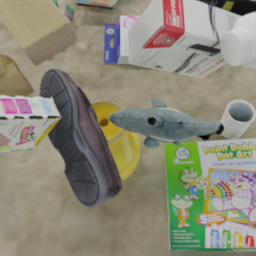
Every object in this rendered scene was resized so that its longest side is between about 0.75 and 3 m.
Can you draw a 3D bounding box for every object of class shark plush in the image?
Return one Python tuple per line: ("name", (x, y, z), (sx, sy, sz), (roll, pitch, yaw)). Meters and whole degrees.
("shark plush", (0.573, 0.036, 4.652), (2.119, 0.882, 0.963), (27, 100, 51))

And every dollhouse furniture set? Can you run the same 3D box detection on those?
("dollhouse furniture set", (-2.620, -1.368, 6.109), (2.773, 2.260, 2.637), (-35, 61, -8))

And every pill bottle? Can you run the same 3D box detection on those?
("pill bottle", (2.519, -1.628, 4.948), (1.703, 0.943, 0.943), (-21, 61, -13))

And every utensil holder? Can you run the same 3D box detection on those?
("utensil holder", (3.029, -0.204, 7.909), (0.788, 0.928, 0.788), (0, 58, -1))

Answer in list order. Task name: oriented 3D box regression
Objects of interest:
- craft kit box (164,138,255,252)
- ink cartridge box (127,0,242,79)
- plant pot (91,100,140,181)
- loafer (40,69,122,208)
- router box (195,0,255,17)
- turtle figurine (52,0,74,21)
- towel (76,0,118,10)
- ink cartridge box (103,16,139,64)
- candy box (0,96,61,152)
("craft kit box", (2.239, 1.558, 6.755), (2.627, 0.637, 2.595), (-5, 57, 9))
("ink cartridge box", (1.184, -1.813, 5.827), (2.004, 1.446, 0.839), (5, 74, -24))
("plant pot", (-0.586, 0.291, 7.131), (1.859, 1.749, 1.859), (0, 59, -1))
("loafer", (-0.761, 0.114, 4.490), (0.713, 0.814, 2.265), (-3, 65, -54))
("router box", (1.775, -2.384, 6.827), (1.974, 2.511, 0.656), (0, 67, -17))
("turtle figurine", (-3.146, -3.877, 10.024), (1.764, 1.186, 2.357), (40, 49, 5))
("towel", (-1.085, -5.257, 11.155), (1.506, 0.223, 2.054), (8, 45, 5))
("ink cartridge box", (0.192, -3.198, 10.029), (2.147, 0.465, 2.108), (-1, 59, -2))
("candy box", (-1.757, -0.026, 3.916), (1.342, 0.915, 0.409), (-6, 60, -49))
